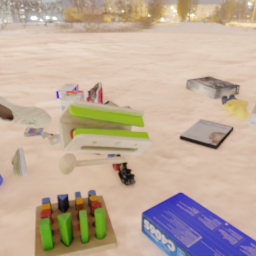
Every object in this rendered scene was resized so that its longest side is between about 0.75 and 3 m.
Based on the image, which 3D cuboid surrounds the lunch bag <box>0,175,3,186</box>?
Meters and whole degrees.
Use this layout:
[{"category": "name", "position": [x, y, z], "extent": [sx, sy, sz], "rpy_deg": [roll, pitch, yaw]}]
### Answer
[{"category": "lunch bag", "position": [-4.578, 1.157, 6.965], "extent": [2.497, 1.175, 1.880], "rpy_deg": [25, 19, 19]}]

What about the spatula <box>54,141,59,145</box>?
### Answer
[{"category": "spatula", "position": [-1.639, 0.247, 10.339], "extent": [1.421, 0.164, 2.043], "rpy_deg": [12, 27, 21]}]

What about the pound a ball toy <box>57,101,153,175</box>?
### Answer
[{"category": "pound a ball toy", "position": [-0.758, 0.447, 7.895], "extent": [2.952, 1.254, 1.925], "rpy_deg": [5, 57, -35]}]

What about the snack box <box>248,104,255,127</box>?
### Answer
[{"category": "snack box", "position": [5.854, -0.476, 11.376], "extent": [1.527, 0.613, 1.811], "rpy_deg": [15, 27, 27]}]

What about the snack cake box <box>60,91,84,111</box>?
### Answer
[{"category": "snack cake box", "position": [-2.636, -1.322, 13.377], "extent": [0.902, 0.527, 1.568], "rpy_deg": [-2, 24, 0]}]

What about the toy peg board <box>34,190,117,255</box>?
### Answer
[{"category": "toy peg board", "position": [-1.192, 1.847, 6.000], "extent": [1.605, 0.785, 1.599], "rpy_deg": [-6, 25, -14]}]

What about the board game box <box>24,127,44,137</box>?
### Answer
[{"category": "board game box", "position": [-3.588, 0.067, 10.735], "extent": [0.606, 0.154, 0.895], "rpy_deg": [-2, 24, -5]}]

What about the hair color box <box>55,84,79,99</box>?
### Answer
[{"category": "hair color box", "position": [-3.200, -1.951, 14.863], "extent": [0.798, 0.473, 1.460], "rpy_deg": [3, 26, 8]}]

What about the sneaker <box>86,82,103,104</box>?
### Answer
[{"category": "sneaker", "position": [-1.658, -1.760, 14.002], "extent": [0.771, 0.832, 2.064], "rpy_deg": [-3, 25, -2]}]

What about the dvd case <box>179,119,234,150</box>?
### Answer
[{"category": "dvd case", "position": [2.959, 0.191, 10.441], "extent": [1.394, 0.171, 1.954], "rpy_deg": [16, 28, 32]}]

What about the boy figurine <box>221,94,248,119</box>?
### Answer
[{"category": "boy figurine", "position": [4.849, -0.982, 12.503], "extent": [1.149, 0.596, 1.849], "rpy_deg": [-10, 26, 0]}]

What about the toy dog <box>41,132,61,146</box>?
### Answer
[{"category": "toy dog", "position": [-2.474, 0.427, 9.575], "extent": [0.989, 0.652, 0.476], "rpy_deg": [-3, 55, 12]}]

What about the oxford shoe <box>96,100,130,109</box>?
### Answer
[{"category": "oxford shoe", "position": [-0.587, -0.827, 11.435], "extent": [1.722, 0.635, 0.609], "rpy_deg": [-9, 3, -38]}]

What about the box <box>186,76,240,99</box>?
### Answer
[{"category": "box", "position": [4.612, -2.247, 15.398], "extent": [1.806, 0.551, 2.281], "rpy_deg": [-14, 28, -28]}]

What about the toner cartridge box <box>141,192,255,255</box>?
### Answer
[{"category": "toner cartridge box", "position": [1.521, 2.266, 5.334], "extent": [1.227, 0.558, 2.583], "rpy_deg": [-18, 29, -33]}]

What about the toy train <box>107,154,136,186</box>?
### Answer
[{"category": "toy train", "position": [-0.257, 1.107, 8.260], "extent": [0.436, 0.324, 1.902], "rpy_deg": [-14, 26, -13]}]

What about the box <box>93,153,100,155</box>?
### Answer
[{"category": "box", "position": [-1.328, 0.452, 9.596], "extent": [1.197, 0.261, 0.959], "rpy_deg": [12, 28, 15]}]

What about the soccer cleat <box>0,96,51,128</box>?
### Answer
[{"category": "soccer cleat", "position": [-2.959, -0.334, 7.584], "extent": [1.990, 0.690, 0.772], "rpy_deg": [23, 17, -41]}]

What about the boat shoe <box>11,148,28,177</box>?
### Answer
[{"category": "boat shoe", "position": [-3.275, 0.984, 8.350], "extent": [0.394, 0.458, 1.271], "rpy_deg": [-11, 29, -20]}]
